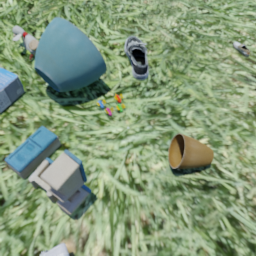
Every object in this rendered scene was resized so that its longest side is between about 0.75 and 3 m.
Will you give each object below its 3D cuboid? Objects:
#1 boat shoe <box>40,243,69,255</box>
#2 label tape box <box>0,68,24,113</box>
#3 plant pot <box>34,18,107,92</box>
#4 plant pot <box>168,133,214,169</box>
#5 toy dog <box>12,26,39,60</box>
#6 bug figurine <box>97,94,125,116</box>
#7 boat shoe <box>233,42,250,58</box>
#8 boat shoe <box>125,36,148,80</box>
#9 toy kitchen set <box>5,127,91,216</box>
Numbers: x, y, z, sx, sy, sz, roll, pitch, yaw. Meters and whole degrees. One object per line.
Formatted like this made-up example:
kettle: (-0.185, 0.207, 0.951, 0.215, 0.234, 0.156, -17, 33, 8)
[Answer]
boat shoe: (-1.870, 3.027, 6.480, 1.128, 0.406, 0.386, -36, 48, 19)
label tape box: (-5.297, -1.052, 9.661, 1.917, 0.885, 2.676, 26, 60, 19)
plant pot: (-2.211, -2.223, 9.647, 2.472, 2.472, 1.665, 35, 76, 23)
plant pot: (1.916, 0.763, 8.316, 1.118, 1.041, 1.041, 11, 52, -17)
toy dog: (-4.130, -3.389, 11.437, 1.670, 1.101, 0.804, 40, 94, 34)
bug figurine: (-0.580, -0.801, 9.836, 0.998, 0.257, 0.774, -19, 62, -20)
boat shoe: (4.753, -3.343, 11.677, 0.345, 0.316, 0.923, -24, 57, -16)
boat shoe: (0.330, -3.008, 11.114, 0.887, 0.820, 2.401, -3, 54, -2)
toy kitchen set: (-2.085, 0.746, 7.536, 2.657, 2.128, 1.565, 31, 60, 21)
